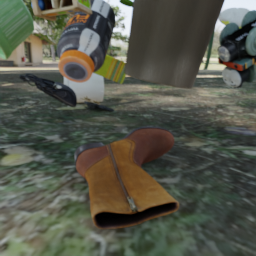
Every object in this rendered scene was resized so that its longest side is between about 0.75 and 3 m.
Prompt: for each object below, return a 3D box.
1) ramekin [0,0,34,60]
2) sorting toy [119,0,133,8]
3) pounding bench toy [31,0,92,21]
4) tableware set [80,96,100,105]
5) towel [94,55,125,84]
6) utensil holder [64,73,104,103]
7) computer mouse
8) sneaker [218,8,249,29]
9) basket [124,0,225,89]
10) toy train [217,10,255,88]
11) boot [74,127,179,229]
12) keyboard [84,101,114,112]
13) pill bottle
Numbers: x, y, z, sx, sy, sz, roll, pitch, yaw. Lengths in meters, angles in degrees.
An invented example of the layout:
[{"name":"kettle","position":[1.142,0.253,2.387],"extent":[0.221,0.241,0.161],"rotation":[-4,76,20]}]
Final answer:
[{"name":"ramekin","position":[-3.393,-2.912,6.836],"extent":[1.105,2.262,2.262],"rotation":[-46,33,-15]},{"name":"sorting toy","position":[-0.043,-3.125,6.602],"extent":[1.103,0.380,0.382],"rotation":[9,11,-44]},{"name":"pounding bench toy","position":[-1.263,-2.592,4.928],"extent":[0.915,1.173,0.728],"rotation":[-4,12,13]},{"name":"tableware set","position":[-1.560,-1.183,12.060],"extent":[0.896,0.179,0.592],"rotation":[18,1,-45]},{"name":"towel","position":[-1.100,-2.745,12.307],"extent":[2.255,0.971,0.204],"rotation":[18,10,-20]},{"name":"utensil holder","position":[-2.206,-2.012,13.809],"extent":[1.837,1.561,1.561],"rotation":[-3,15,-14]},{"name":"computer mouse","position":[-1.383,-0.754,5.460],"extent":[0.886,0.337,1.280],"rotation":[22,-6,23]},{"name":"sneaker","position":[3.913,-3.097,9.043],"extent":[0.827,1.147,2.184],"rotation":[-46,53,-12]},{"name":"basket","position":[0.983,-2.429,6.095],"extent":[1.956,2.876,2.593],"rotation":[5,16,-24]},{"name":"toy train","position":[3.413,-2.122,7.014],"extent":[2.767,1.577,1.179],"rotation":[-33,37,-15]},{"name":"boot","position":[0.241,0.686,4.982],"extent":[2.236,0.813,2.375],"rotation":[-5,16,-18]},{"name":"keyboard","position":[-1.402,-0.871,12.181],"extent":[0.873,0.332,1.678],"rotation":[18,-1,-39]},{"name":"pill bottle","position":[-1.009,-2.081,6.709],"extent":[1.135,1.135,2.138],"rotation":[3,54,10]}]
